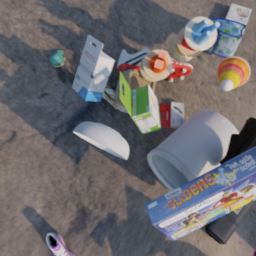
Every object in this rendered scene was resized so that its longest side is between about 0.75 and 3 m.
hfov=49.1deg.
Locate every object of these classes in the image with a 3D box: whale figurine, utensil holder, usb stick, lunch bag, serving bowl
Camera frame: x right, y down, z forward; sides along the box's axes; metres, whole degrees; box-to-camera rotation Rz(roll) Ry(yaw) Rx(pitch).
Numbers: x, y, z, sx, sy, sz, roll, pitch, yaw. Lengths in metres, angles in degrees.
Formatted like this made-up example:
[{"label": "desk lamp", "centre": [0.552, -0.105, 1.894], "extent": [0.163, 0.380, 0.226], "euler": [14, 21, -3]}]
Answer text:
[{"label": "whale figurine", "centre": [-2.938, -2.945, 11.644], "extent": [0.670, 0.437, 0.842], "euler": [7, 65, 4]}, {"label": "utensil holder", "centre": [2.124, 0.807, 8.989], "extent": [2.363, 2.008, 2.008], "euler": [-41, 71, -19]}, {"label": "usb stick", "centre": [3.536, 2.452, 9.025], "extent": [0.790, 0.465, 2.849], "euler": [39, 70, 17]}, {"label": "lunch bag", "centre": [3.766, -3.712, 11.515], "extent": [1.580, 1.343, 1.007], "euler": [24, 66, 10]}, {"label": "serving bowl", "centre": [-0.564, 0.227, 6.563], "extent": [1.410, 1.410, 0.464], "euler": [25, 80, 11]}]

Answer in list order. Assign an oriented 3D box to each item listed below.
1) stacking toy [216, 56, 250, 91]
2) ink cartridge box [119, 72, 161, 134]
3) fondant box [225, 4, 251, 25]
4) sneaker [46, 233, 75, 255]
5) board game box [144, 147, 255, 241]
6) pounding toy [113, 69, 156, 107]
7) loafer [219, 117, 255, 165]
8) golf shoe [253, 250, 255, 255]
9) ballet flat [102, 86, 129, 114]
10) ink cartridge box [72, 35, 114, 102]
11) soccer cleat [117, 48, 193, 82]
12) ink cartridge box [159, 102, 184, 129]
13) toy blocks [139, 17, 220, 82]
[{"label": "stacking toy", "centre": [2.903, -1.414, 8.060], "extent": [0.970, 0.970, 1.328], "euler": [30, 42, 14]}, {"label": "ink cartridge box", "centre": [0.303, -0.667, 6.888], "extent": [0.522, 1.379, 1.019], "euler": [-17, 46, 18]}, {"label": "fondant box", "centre": [4.903, -4.927, 12.637], "extent": [0.935, 0.378, 1.296], "euler": [23, 67, 11]}, {"label": "sneaker", "centre": [-1.966, 3.728, 8.214], "extent": [0.529, 0.832, 1.460], "euler": [-39, 71, -18]}, {"label": "board game box", "centre": [1.964, 1.566, 6.356], "extent": [2.843, 1.924, 0.490], "euler": [-28, 54, 4]}, {"label": "pounding toy", "centre": [0.284, -1.461, 10.460], "extent": [1.390, 1.073, 1.510], "euler": [19, 77, -32]}, {"label": "loafer", "centre": [3.034, 0.455, 7.488], "extent": [0.704, 1.929, 0.688], "euler": [-3, 49, -29]}, {"label": "golf shoe", "centre": [3.217, 2.958, 6.471], "extent": [0.693, 1.515, 0.571], "euler": [16, 72, 17]}, {"label": "ballet flat", "centre": [-0.471, -1.103, 10.722], "extent": [1.573, 0.503, 0.595], "euler": [33, 66, 14]}, {"label": "ink cartridge box", "centre": [-0.910, -1.580, 7.510], "extent": [0.521, 1.537, 0.891], "euler": [2, 30, -40]}, {"label": "soccer cleat", "centre": [1.060, -2.592, 11.174], "extent": [2.989, 1.026, 1.273], "euler": [1, 70, 6]}, {"label": "ink cartridge box", "centre": [1.633, -0.485, 10.576], "extent": [0.907, 0.230, 1.030], "euler": [4, 64, 1]}, {"label": "toy blocks", "centre": [1.493, -2.364, 8.557], "extent": [2.273, 2.727, 0.990], "euler": [-34, 96, -1]}]
